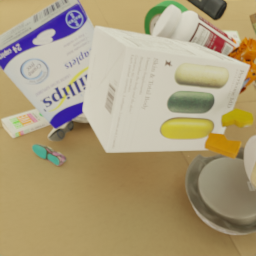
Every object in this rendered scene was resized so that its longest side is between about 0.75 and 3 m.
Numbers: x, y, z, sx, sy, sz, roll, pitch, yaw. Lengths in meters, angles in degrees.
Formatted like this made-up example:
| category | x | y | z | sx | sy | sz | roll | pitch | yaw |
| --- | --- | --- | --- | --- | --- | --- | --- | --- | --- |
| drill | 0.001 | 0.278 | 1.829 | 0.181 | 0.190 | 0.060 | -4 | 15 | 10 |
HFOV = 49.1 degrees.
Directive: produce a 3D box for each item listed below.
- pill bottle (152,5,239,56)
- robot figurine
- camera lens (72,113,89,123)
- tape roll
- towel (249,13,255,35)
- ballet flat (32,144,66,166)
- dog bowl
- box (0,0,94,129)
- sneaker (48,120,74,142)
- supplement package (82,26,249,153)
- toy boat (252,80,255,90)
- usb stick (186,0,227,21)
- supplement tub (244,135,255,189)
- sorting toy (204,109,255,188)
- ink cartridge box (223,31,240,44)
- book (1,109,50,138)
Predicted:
| category | x | y | z | sx | sy | sz | roll | pitch | yaw |
| --- | --- | --- | --- | --- | --- | --- | --- | --- | --- |
| pill bottle | 1.813 | -2.340 | 7.622 | 2.176 | 1.229 | 1.229 | 26 | 30 | -18 |
| robot figurine | 2.148 | -1.063 | 6.233 | 0.539 | 1.852 | 1.343 | 24 | 57 | -12 |
| camera lens | -1.592 | -1.683 | 10.582 | 2.128 | 2.660 | 2.128 | 11 | 36 | -8 |
| tape roll | 1.569 | -3.534 | 10.420 | 2.213 | 2.213 | 0.532 | 30 | 58 | 36 |
| towel | 4.884 | -2.701 | 8.046 | 2.077 | 0.307 | 2.832 | -18 | 55 | 24 |
| ballet flat | -2.558 | 0.852 | 9.181 | 1.273 | 0.440 | 0.453 | 23 | 22 | 22 |
| dog bowl | 2.680 | 1.612 | 7.251 | 2.393 | 0.702 | 2.393 | -4 | 52 | 5 |
| box | -1.788 | -1.776 | 7.786 | 2.478 | 2.694 | 1.414 | -30 | 39 | 3 |
| sneaker | -2.527 | 0.114 | 10.253 | 0.558 | 0.477 | 1.280 | 3 | 26 | 25 |
| supplement package | 0.595 | -0.771 | 5.675 | 2.476 | 1.879 | 1.866 | 1 | 27 | -24 |
| toy boat | 3.942 | -1.476 | 6.178 | 2.445 | 1.136 | 2.055 | -40 | 29 | -27 |
| usb stick | 2.586 | -4.846 | 10.323 | 0.419 | 0.713 | 2.571 | -13 | 52 | -37 |
| supplement tub | 3.881 | 0.677 | 6.145 | 2.145 | 1.555 | 1.555 | -6 | 35 | -11 |
| sorting toy | 2.579 | 0.283 | 4.242 | 2.486 | 0.333 | 1.852 | 21 | 61 | 26 |
| ink cartridge box | 2.042 | -2.364 | 9.237 | 2.604 | 1.895 | 0.624 | -1 | 65 | -11 |
| book | -3.872 | -0.194 | 10.749 | 1.555 | 0.374 | 1.039 | -24 | 45 | -33 |
